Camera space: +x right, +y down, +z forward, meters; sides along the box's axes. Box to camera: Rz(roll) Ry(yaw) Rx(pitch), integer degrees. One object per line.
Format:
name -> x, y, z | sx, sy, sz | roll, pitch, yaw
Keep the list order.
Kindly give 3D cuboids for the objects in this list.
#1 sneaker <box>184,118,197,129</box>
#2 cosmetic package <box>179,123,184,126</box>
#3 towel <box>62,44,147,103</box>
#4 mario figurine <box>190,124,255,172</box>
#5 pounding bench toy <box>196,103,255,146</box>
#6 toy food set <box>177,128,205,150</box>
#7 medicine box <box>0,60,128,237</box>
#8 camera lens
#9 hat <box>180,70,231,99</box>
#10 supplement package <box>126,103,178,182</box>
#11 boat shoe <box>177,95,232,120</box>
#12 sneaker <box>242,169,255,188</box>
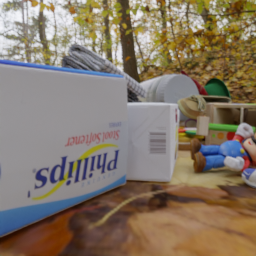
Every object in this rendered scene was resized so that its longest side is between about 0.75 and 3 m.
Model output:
sneaker -> 3.125, -0.189, 10.561 | 1.879, 0.703, 0.936 | 4, 7, 37
cosmetic package -> 2.358, -0.905, 13.511 | 1.581, 1.576, 0.972 | 4, 6, 41
towel -> -0.860, -1.664, 9.615 | 2.189, 1.131, 2.644 | 27, 9, -45
mario figurine -> 1.762, 0.286, 4.481 | 1.465, 0.904, 0.776 | -5, -22, 1
pounding bench toy -> 2.468, 0.007, 6.230 | 1.381, 1.100, 1.770 | 5, 7, 38
toy food set -> 1.288, 0.229, 7.353 | 1.826, 0.449, 1.845 | 1, 5, 13
medicine box -> -1.884, 0.073, 3.312 | 2.894, 1.490, 2.636 | 3, 6, 33
camera lens -> 1.448, -1.117, 11.914 | 2.051, 2.051, 2.565 | -3, -1, -31
hat -> 3.377, -1.305, 13.704 | 2.340, 2.658, 2.202 | -11, -7, -21
supplement package -> 0.281, 0.119, 4.830 | 1.071, 1.112, 1.955 | 1, 6, 13
boat shoe -> 2.850, -0.865, 10.385 | 2.537, 0.925, 0.798 | 3, -36, -37
sneaker -> 1.874, 0.546, 3.496 | 0.364, 0.520, 0.901 | -1, 5, -20
